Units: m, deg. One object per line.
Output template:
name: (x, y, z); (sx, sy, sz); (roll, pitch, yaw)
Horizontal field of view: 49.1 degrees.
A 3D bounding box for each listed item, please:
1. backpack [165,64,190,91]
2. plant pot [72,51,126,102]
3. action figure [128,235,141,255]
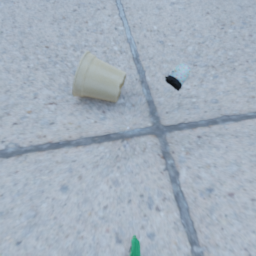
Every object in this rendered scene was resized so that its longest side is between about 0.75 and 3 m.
backpack: (1.881, -1.904, 10.263); (0.749, 0.568, 0.898); (40, 73, -6)
plant pot: (-1.048, -1.836, 10.966); (1.707, 1.864, 1.864); (19, 55, 1)
action figure: (0.178, 3.360, 7.613); (0.522, 0.242, 0.884); (29, 43, -28)
